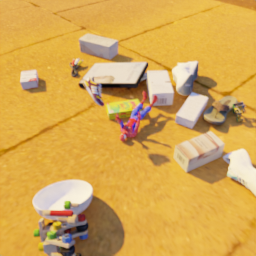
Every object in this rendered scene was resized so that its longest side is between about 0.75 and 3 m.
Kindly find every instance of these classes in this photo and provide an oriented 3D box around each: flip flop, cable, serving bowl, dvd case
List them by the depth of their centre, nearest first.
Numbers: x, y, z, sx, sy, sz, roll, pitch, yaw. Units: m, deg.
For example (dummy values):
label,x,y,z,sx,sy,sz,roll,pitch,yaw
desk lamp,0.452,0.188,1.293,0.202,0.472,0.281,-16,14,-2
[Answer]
label,x,y,z,sx,sy,sz,roll,pitch,yaw
serving bowl,-1.716,2.010,7.584,1.575,0.518,1.575,-7,18,2
flip flop,3.637,-0.800,10.909,0.864,0.613,2.130,31,50,31
dvd case,-0.639,-2.402,12.650,2.766,0.243,1.973,4,40,20
cable,-2.635,-2.950,13.572,0.660,0.342,1.359,5,41,5

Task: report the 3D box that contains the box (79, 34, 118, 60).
label,x,y,z,sx,sy,sz,roll,pitch,yaw
box,-1.556,-4.318,14.823,1.915,0.745,0.909,21,45,22

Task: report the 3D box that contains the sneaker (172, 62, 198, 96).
label,x,y,z,sx,sy,sz,roll,pitch,yaw
sneaker,2.409,-2.188,12.400,1.053,0.924,2.627,8,35,20

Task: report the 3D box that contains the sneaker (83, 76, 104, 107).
label,x,y,z,sx,sy,sz,roll,pitch,yaw
sneaker,-1.023,-1.192,9.126,0.477,0.397,1.059,-36,84,5

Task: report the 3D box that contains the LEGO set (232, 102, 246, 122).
label,x,y,z,sx,sy,sz,roll,pitch,yaw
LEGO set,4.329,-0.634,10.737,0.459,0.609,0.792,-13,32,11

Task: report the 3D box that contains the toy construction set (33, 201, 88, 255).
label,x,y,z,sx,sy,sz,roll,pitch,yaw
toy construction set,-1.744,2.440,6.544,1.306,1.700,1.418,0,33,8

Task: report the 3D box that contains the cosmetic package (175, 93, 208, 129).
label,x,y,z,sx,sy,sz,roll,pitch,yaw
cosmetic package,2.493,-0.696,10.926,0.706,0.433,1.710,21,45,22

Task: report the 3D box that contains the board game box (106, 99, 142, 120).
label,x,y,z,sx,sy,sz,roll,pitch,yaw
board game box,-0.172,-0.736,11.060,1.330,0.317,0.676,-9,42,-10

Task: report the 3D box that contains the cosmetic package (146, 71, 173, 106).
label,x,y,z,sx,sy,sz,roll,pitch,yaw
cosmetic package,1.321,-1.726,11.933,0.931,0.678,1.831,-3,42,-3

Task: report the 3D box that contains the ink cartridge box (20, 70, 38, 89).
label,x,y,z,sx,sy,sz,roll,pitch,yaw
ink cartridge box,-4.460,-2.187,12.658,0.683,0.396,0.947,-9,42,-10

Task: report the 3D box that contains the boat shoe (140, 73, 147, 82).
label,x,y,z,sx,sy,sz,roll,pitch,yaw
boat shoe,0.552,-2.323,12.743,1.144,0.367,0.422,-31,16,-24

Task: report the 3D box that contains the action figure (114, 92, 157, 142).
label,x,y,z,sx,sy,sz,roll,pitch,yaw
action figure,0.259,-0.556,10.093,0.741,1.125,2.272,20,62,23

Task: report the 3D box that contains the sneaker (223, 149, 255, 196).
label,x,y,z,sx,sy,sz,roll,pitch,yaw
sneaker,3.440,1.436,8.445,0.816,0.694,1.845,-13,35,3

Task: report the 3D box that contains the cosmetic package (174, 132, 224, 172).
label,x,y,z,sx,sy,sz,roll,pitch,yaw
cosmetic package,2.297,0.759,9.116,1.450,0.633,0.749,-20,45,-22
